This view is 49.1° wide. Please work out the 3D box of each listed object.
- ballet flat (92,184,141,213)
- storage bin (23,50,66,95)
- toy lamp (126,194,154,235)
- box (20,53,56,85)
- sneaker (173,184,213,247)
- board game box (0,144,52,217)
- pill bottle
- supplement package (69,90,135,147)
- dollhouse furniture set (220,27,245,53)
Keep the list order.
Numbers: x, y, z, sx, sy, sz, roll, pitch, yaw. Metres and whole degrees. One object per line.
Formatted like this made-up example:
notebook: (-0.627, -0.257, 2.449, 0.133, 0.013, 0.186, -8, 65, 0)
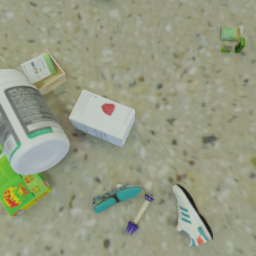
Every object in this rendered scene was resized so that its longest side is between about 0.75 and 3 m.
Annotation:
ballet flat: (-0.358, 1.846, 7.847, 1.447, 0.537, 0.537, -23, 76, -3)
storage bin: (-2.653, -1.713, 8.834, 1.007, 0.475, 1.014, -36, 78, -9)
toy lamp: (0.313, 2.394, 7.738, 0.329, 0.329, 1.129, 29, 80, 7)
box: (-2.768, -1.832, 8.673, 0.907, 0.655, 0.165, -33, 35, -23)
sneaker: (1.542, 2.398, 7.648, 0.800, 0.602, 1.711, -36, 67, 13)
board game box: (-3.369, 1.180, 7.999, 1.203, 0.564, 2.369, -37, 78, -9)
pill bottle: (-2.837, -0.235, 7.523, 1.530, 1.530, 2.705, -32, 66, -8)
supplement package: (-0.713, -0.259, 8.166, 1.616, 0.968, 0.980, 22, 74, 6)
dollhouse furniture set: (3.409, -3.006, 9.180, 0.628, 0.481, 0.959, 4, 75, 1)
